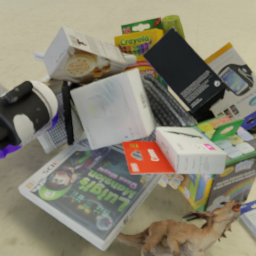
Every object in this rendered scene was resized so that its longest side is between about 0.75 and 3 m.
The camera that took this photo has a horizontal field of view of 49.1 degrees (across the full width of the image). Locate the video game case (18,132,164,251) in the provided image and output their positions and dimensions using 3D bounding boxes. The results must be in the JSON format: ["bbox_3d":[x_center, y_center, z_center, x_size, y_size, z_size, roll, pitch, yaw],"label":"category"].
[{"bbox_3d":[-0.842,1.241,6.746,2.677,0.313,2.433,21,47,30],"label":"video game case"}]

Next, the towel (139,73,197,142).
[{"bbox_3d":[0.713,-0.221,8.083,0.937,1.812,2.189,-29,70,-25],"label":"towel"}]

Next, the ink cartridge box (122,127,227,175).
[{"bbox_3d":[0.740,0.372,5.387,1.582,0.397,1.823,2,14,-6],"label":"ink cartridge box"}]

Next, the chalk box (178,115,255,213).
[{"bbox_3d":[2.176,0.741,6.912,1.501,2.413,1.494,-14,39,-19],"label":"chalk box"}]

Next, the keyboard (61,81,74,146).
[{"bbox_3d":[-1.558,-0.351,7.312,0.210,1.637,0.983,-4,27,-6],"label":"keyboard"}]

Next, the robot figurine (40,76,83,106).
[{"bbox_3d":[-2.553,-1.414,10.836,1.793,1.119,1.347,13,-4,14],"label":"robot figurine"}]

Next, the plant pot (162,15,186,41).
[{"bbox_3d":[1.641,-3.657,10.502,1.004,0.966,1.004,-8,37,6],"label":"plant pot"}]

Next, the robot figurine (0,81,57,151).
[{"bbox_3d":[-2.395,-0.314,6.170,1.317,1.094,1.754,-6,32,46],"label":"robot figurine"}]

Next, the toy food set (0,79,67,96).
[{"bbox_3d":[-3.091,-1.156,8.603,2.519,1.808,0.761,-28,87,-47],"label":"toy food set"}]

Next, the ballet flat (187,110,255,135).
[{"bbox_3d":[3.133,-0.091,9.601,2.888,0.820,0.960,5,74,11],"label":"ballet flat"}]

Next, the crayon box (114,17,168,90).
[{"bbox_3d":[0.468,-2.595,10.591,1.788,2.817,0.715,-1,13,29],"label":"crayon box"}]

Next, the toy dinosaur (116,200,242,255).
[{"bbox_3d":[1.020,2.340,6.013,2.702,1.160,1.831,-2,27,20],"label":"toy dinosaur"}]

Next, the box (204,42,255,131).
[{"bbox_3d":[3.292,-1.180,8.944,0.580,1.666,2.798,19,42,-56],"label":"box"}]

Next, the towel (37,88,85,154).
[{"bbox_3d":[-2.257,-0.224,8.514,1.575,1.636,0.283,-27,-2,20],"label":"towel"}]

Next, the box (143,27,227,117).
[{"bbox_3d":[1.624,-1.322,7.596,1.876,1.048,2.658,54,14,11],"label":"box"}]

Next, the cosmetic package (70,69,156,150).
[{"bbox_3d":[-0.337,-0.447,6.826,1.535,1.530,0.943,-15,11,22],"label":"cosmetic package"}]

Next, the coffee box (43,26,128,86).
[{"bbox_3d":[-1.055,-1.693,7.137,1.823,1.042,0.727,7,50,-46],"label":"coffee box"}]

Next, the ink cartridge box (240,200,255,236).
[{"bbox_3d":[3.469,2.185,6.823,1.224,0.270,1.247,-14,41,-16],"label":"ink cartridge box"}]

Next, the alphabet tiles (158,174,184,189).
[{"bbox_3d":[0.910,1.146,7.391,1.098,1.123,0.082,36,52,15],"label":"alphabet tiles"}]

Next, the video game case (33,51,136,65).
[{"bbox_3d":[-1.445,-2.296,9.184,2.562,0.283,2.333,-14,27,-35],"label":"video game case"}]

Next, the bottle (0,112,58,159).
[{"bbox_3d":[-2.989,0.156,7.417,2.357,0.984,0.769,-38,88,-32],"label":"bottle"}]
